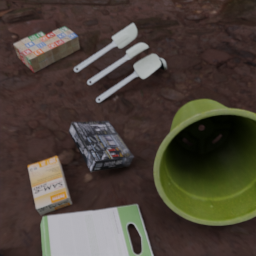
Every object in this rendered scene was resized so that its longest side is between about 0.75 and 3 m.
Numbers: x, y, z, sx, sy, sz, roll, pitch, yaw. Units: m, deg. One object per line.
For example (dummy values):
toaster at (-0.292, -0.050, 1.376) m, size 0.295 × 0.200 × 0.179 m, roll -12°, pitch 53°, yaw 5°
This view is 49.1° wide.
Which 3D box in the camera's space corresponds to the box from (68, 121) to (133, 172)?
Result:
box at (-0.822, 0.477, 8.325) m, size 1.335 × 0.421 × 1.693 m, roll -3°, pitch 42°, yaw -38°

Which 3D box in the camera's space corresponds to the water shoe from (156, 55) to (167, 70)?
water shoe at (1.106, -2.508, 11.005) m, size 0.479 × 0.434 × 1.215 m, roll -26°, pitch 36°, yaw -7°

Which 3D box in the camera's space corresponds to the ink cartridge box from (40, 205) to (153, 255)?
ink cartridge box at (-0.756, 2.960, 6.878) m, size 2.535 × 0.608 × 1.844 m, roll 0°, pitch 51°, yaw -24°

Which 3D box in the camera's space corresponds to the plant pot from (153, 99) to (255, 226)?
plant pot at (2.088, 0.441, 7.253) m, size 2.882 × 2.882 × 2.737 m, roll 4°, pitch 23°, yaw 3°

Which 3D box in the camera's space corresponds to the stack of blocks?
stack of blocks at (-3.341, -3.375, 11.645) m, size 2.280 × 0.668 × 1.313 m, roll -35°, pitch 60°, yaw -24°

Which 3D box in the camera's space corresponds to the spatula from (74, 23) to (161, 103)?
spatula at (-0.403, -2.236, 10.078) m, size 2.747 × 0.221 × 1.910 m, roll -35°, pitch 93°, yaw 0°

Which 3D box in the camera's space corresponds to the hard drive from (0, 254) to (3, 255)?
hard drive at (-3.341, 2.971, 5.548) m, size 1.582 × 2.345 × 0.496 m, roll 24°, pitch 88°, yaw 21°

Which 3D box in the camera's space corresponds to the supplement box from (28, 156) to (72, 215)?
supplement box at (-2.231, 1.608, 7.926) m, size 0.893 × 0.521 × 1.417 m, roll -18°, pitch 55°, yaw -12°
